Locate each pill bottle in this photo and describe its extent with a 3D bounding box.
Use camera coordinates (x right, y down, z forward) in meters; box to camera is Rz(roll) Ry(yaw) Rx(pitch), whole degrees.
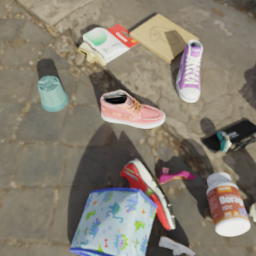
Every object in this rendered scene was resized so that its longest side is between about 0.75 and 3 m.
[{"bbox_3d":[3.081,2.373,8.901,1.014,1.014,1.807,-1,45,-1],"label":"pill bottle"}]

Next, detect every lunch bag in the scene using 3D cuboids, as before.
[{"bbox_3d":[-0.562,3.007,8.604,2.404,1.532,2.044,-5,51,33],"label":"lunch bag"}]

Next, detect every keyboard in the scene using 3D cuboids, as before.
[{"bbox_3d":[4.111,0.496,10.885,2.281,0.452,1.187,-23,38,-12],"label":"keyboard"}]

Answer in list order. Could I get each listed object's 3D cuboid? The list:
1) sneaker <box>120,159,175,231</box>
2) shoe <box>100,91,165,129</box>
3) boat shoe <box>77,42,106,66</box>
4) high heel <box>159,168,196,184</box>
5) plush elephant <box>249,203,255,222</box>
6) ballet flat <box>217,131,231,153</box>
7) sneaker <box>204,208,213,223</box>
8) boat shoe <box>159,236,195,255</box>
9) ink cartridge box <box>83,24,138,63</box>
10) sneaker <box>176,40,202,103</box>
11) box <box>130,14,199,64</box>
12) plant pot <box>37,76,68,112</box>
[{"bbox_3d":[0.631,2.352,9.501,1.126,1.022,2.653,-36,63,3],"label":"sneaker"},{"bbox_3d":[0.182,-0.726,11.045,2.615,1.189,0.934,6,59,4],"label":"shoe"},{"bbox_3d":[-1.700,-3.316,13.028,0.547,0.610,1.648,-45,67,-9],"label":"boat shoe"},{"bbox_3d":[1.742,1.842,9.974,1.276,0.430,0.613,7,58,16],"label":"high heel"},{"bbox_3d":[4.750,2.690,8.982,1.423,1.728,1.338,16,83,17],"label":"plush elephant"},{"bbox_3d":[3.604,0.513,10.387,0.395,0.395,1.098,3,39,2],"label":"ballet flat"},{"bbox_3d":[3.149,2.950,9.277,1.227,0.432,0.463,9,57,5],"label":"sneaker"},{"bbox_3d":[1.512,3.812,8.798,1.140,0.404,0.395,20,69,14],"label":"boat shoe"},{"bbox_3d":[-0.762,-4.334,13.637,2.237,0.560,1.800,-37,66,-19],"label":"ink cartridge box"},{"bbox_3d":[2.655,-2.555,11.938,1.014,1.595,2.797,4,60,0],"label":"sneaker"},{"bbox_3d":[1.760,-4.449,13.812,2.176,0.283,2.661,-40,67,-23],"label":"box"},{"bbox_3d":[-3.144,-1.454,11.529,1.159,1.135,1.159,0,59,-1],"label":"plant pot"}]
